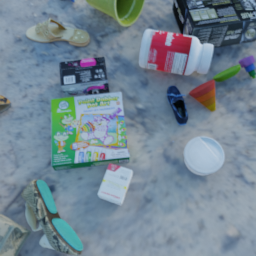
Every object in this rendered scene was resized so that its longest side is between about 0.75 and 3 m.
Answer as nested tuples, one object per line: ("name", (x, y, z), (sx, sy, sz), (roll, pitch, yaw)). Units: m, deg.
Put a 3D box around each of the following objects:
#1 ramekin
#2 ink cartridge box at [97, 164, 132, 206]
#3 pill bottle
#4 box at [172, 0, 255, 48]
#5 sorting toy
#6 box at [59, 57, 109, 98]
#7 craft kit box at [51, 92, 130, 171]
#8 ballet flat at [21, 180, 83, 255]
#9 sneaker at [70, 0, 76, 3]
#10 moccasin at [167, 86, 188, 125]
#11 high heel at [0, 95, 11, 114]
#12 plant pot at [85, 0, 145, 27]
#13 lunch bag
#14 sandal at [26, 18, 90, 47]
("ramekin", (2.133, 0.847, 8.051), (1.128, 0.525, 1.128), (0, 65, 1))
("ink cartridge box", (-0.354, 1.569, 7.769), (0.696, 0.400, 0.959), (17, 65, 10))
("pill bottle", (1.554, -2.434, 9.210), (2.238, 1.256, 1.256), (11, 65, 5))
("box", (3.203, -4.127, 10.071), (2.678, 1.153, 2.193), (-11, 65, -5))
("sorting toy", (3.244, -1.380, 9.129), (2.678, 0.929, 0.922), (-32, 98, -17))
("box", (-1.390, -1.584, 9.044), (1.459, 0.837, 0.964), (-8, 66, -2))
("craft kit box", (-1.172, 0.058, 8.461), (2.241, 0.544, 2.213), (-7, 62, -3))
("ballet flat", (-2.074, 2.451, 7.236), (0.898, 0.809, 2.385), (-43, 64, 3))
("sneaker", (-2.447, -5.140, 10.994), (0.522, 0.360, 0.938), (-30, 64, -20))
("moccasin", (1.628, -0.792, 8.848), (0.577, 0.489, 1.434), (-16, 64, -7))
("high heel", (-4.537, -0.230, 8.413), (1.485, 0.744, 2.083), (7, 56, 10))
("plant pot", (-0.591, -4.899, 10.226), (1.758, 1.912, 1.912), (27, 67, 24))
("lunch bag", (-3.870, 3.045, 6.481), (2.015, 1.444, 2.456), (24, 66, 10))
("sandal", (-2.581, -3.561, 10.006), (2.411, 0.793, 0.884), (11, 65, 5))
